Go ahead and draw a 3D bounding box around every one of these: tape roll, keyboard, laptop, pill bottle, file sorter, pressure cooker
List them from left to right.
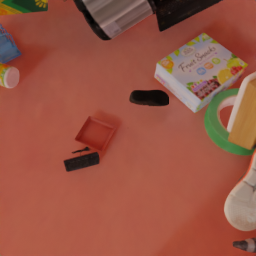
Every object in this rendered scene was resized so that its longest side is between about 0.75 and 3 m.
[{"bbox_3d":[-4.214,-2.721,8.579,1.008,0.891,1.453,-37,65,-20],"label":"file sorter"},{"bbox_3d":[-3.789,-1.587,8.095,1.105,0.614,0.614,18,61,11],"label":"pill bottle"},{"bbox_3d":[-1.137,0.747,6.818,0.853,0.542,0.088,-15,21,-9],"label":"keyboard"},{"bbox_3d":[-0.179,-4.152,8.237,2.639,2.357,2.321,-28,23,15],"label":"pressure cooker"},{"bbox_3d":[1.712,-4.832,8.966,2.451,1.428,2.765,-22,44,21],"label":"laptop"},{"bbox_3d":[2.967,-0.193,7.369,1.833,0.440,1.833,0,61,0],"label":"tape roll"}]

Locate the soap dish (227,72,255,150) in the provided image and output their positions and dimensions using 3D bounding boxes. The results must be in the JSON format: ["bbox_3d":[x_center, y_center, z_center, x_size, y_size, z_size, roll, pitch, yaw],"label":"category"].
[{"bbox_3d":[3.098,-0.471,6.109,1.544,1.963,0.797,-25,54,-13],"label":"soap dish"}]

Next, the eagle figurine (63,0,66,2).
[{"bbox_3d":[-2.733,-5.890,8.930,2.810,2.120,2.132,27,93,-22],"label":"eagle figurine"}]

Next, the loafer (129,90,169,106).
[{"bbox_3d":[0.554,-0.806,7.554,1.192,0.425,0.435,6,81,-24],"label":"loafer"}]

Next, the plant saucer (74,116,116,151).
[{"bbox_3d":[-0.851,0.166,7.337,0.815,0.150,0.817,22,63,12],"label":"plant saucer"}]

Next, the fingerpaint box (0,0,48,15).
[{"bbox_3d":[-3.752,-4.240,8.977,1.718,0.755,2.060,-18,40,-26],"label":"fingerpaint box"}]

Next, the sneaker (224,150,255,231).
[{"bbox_3d":[2.962,0.872,5.908,1.049,1.115,2.722,41,95,16],"label":"sneaker"}]

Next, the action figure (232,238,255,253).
[{"bbox_3d":[3.276,1.774,5.087,2.490,2.574,1.346,-13,17,-28],"label":"action figure"}]

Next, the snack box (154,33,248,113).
[{"bbox_3d":[2.063,-1.638,8.066,2.012,0.681,1.697,-34,67,-21],"label":"snack box"}]
